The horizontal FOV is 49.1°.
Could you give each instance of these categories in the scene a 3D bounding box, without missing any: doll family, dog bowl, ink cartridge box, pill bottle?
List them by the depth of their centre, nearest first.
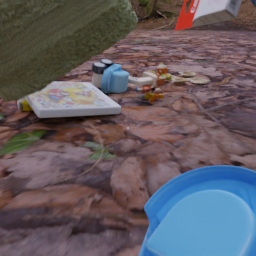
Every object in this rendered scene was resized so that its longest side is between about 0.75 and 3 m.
[{"bbox_3d":[0.471,1.502,2.497,2.704,0.670,1.507,-45,29,-27],"label":"dog bowl"},{"bbox_3d":[2.263,-3.897,8.045,0.667,1.900,2.338,22,-4,-39],"label":"ink cartridge box"},{"bbox_3d":[-3.144,-0.835,9.355,0.949,0.518,0.518,-2,23,-5],"label":"pill bottle"},{"bbox_3d":[0.841,-1.197,10.321,0.846,0.614,1.362,0,4,19],"label":"doll family"}]

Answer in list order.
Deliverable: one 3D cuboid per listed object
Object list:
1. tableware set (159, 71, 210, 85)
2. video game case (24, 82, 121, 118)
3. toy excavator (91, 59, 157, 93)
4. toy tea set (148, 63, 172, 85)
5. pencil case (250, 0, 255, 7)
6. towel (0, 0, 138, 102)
[{"bbox_3d":[2.624,-2.366,13.257,1.834,0.255,2.195,-8,24,-19],"label":"tableware set"},{"bbox_3d":[-1.956,-1.008,9.173,2.672,0.306,2.432,-5,29,-34],"label":"video game case"},{"bbox_3d":[-0.154,-1.990,11.608,2.306,1.152,2.243,19,29,12],"label":"toy excavator"},{"bbox_3d":[1.502,-2.560,13.052,0.985,0.613,1.656,-12,29,-10],"label":"toy tea set"},{"bbox_3d":[2.639,-2.498,4.951,0.894,0.971,2.101,-24,44,17],"label":"pencil case"},{"bbox_3d":[-1.327,-1.537,4.322,2.836,2.104,0.517,-29,61,7],"label":"towel"}]
